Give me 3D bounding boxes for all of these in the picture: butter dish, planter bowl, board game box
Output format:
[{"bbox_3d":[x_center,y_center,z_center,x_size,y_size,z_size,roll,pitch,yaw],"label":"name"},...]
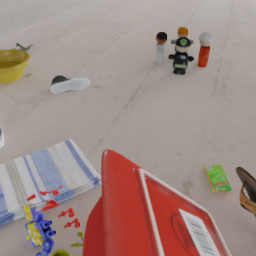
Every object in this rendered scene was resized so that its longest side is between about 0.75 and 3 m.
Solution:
[{"bbox_3d":[0.259,2.181,4.253,2.795,2.072,2.803,34,20,-25],"label":"butter dish"},{"bbox_3d":[-4.969,-2.391,11.336,2.080,0.866,2.080,0,36,0],"label":"planter bowl"},{"bbox_3d":[2.228,1.259,6.972,0.428,0.134,0.897,-2,34,-1],"label":"board game box"}]

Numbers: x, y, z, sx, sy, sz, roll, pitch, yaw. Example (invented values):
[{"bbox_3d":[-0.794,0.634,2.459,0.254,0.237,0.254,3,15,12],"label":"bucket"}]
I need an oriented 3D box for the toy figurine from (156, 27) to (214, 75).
[{"bbox_3d":[2.380,-3.543,12.342,2.207,1.535,2.172,-21,41,-26],"label":"toy figurine"}]

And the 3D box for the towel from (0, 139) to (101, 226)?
[{"bbox_3d":[-2.251,1.209,6.878,2.703,0.322,1.985,-19,40,-24],"label":"towel"}]

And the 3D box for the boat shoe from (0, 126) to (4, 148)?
[{"bbox_3d":[-4.500,-0.382,8.511,0.997,0.944,2.850,-18,40,-23],"label":"boat shoe"}]

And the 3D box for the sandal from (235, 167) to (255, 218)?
[{"bbox_3d":[2.480,1.555,5.554,0.441,1.614,0.660,-22,5,-4],"label":"sandal"}]

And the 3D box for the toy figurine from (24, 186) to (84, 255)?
[{"bbox_3d":[-1.539,2.077,5.480,0.883,1.003,1.674,-22,84,-44],"label":"toy figurine"}]

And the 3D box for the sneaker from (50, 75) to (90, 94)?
[{"bbox_3d":[-2.267,-1.791,10.784,1.499,0.530,0.743,-13,43,-11],"label":"sneaker"}]

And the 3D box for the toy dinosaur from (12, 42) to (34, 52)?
[{"bbox_3d":[-5.298,-3.900,13.846,0.684,0.368,1.552,16,36,-3],"label":"toy dinosaur"}]
